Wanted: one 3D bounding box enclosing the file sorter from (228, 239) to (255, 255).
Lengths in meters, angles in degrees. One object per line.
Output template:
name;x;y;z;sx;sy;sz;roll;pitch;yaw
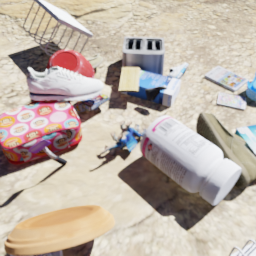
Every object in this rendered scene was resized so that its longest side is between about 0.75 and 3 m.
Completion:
file sorter;3.499;3.182;6.698;1.852;1.153;1.285;-18;47;-18

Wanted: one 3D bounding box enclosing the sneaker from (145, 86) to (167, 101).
sneaker;1.139;-1.366;11.184;0.923;0.490;0.345;-8;-5;33

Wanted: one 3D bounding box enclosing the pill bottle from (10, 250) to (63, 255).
pill bottle;-2.263;3.232;6.996;1.174;0.652;0.652;-10;45;-10

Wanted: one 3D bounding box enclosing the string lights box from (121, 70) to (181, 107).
string lights box;0.967;-1.788;12.122;2.332;0.688;1.198;19;47;18

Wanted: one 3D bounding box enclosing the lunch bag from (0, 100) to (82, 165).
lunch bag;-3.225;-0.114;10.077;2.771;1.135;2.441;-18;47;-17

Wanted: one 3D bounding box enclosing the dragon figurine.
dragon figurine;-0.093;0.450;9.716;0.620;1.047;2.107;4;46;39

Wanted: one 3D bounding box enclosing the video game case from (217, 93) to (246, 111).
video game case;4.385;-1.133;11.878;1.130;0.102;0.809;14;46;14

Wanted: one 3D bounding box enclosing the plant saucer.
plant saucer;-1.617;2.339;6.742;2.574;2.574;0.482;-9;84;-9

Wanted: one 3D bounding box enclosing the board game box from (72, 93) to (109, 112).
board game box;-1.571;-0.990;11.372;1.222;0.377;1.223;-36;39;-26

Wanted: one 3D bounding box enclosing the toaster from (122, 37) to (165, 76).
toaster;0.691;-3.355;13.285;2.016;1.323;2.230;2;44;3

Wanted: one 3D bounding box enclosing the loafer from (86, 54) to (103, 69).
loafer;-2.348;-2.950;12.957;2.630;0.898;0.995;-30;22;-26

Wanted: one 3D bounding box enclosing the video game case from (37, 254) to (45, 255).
video game case;-2.830;3.581;5.761;2.626;1.881;0.237;-24;60;-23

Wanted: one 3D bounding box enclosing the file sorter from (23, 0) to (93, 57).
file sorter;-3.630;-4.825;14.020;2.048;1.837;2.951;9;30;-50

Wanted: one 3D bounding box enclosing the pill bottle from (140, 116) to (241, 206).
pill bottle;1.852;0.962;8.631;1.596;1.596;2.816;-32;53;-29

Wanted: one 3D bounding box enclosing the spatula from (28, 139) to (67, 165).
spatula;-2.359;0.827;8.592;0.589;2.085;0.214;-34;62;-2

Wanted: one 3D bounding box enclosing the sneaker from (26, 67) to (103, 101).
sneaker;-2.315;-1.676;10.393;2.806;1.129;1.072;-4;24;-11

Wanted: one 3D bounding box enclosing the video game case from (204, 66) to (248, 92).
video game case;4.561;-2.301;13.047;1.173;0.148;1.639;-34;53;-30

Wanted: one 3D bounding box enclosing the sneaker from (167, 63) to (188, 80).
sneaker;2.268;-2.642;12.886;0.684;0.592;1.578;29;44;12

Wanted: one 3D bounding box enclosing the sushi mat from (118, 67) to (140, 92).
sushi mat;0.069;-2.064;11.877;0.804;0.102;1.680;2;46;5

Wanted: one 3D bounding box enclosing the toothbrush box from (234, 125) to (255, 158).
toothbrush box;4.558;0.730;9.508;1.267;0.738;1.731;-10;47;-10

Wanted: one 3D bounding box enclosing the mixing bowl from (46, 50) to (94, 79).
mixing bowl;-2.561;-2.461;11.850;2.167;1.173;2.167;0;74;-2

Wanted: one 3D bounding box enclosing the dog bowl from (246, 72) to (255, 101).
dog bowl;5.964;-1.859;12.318;1.196;0.532;2.145;29;52;26

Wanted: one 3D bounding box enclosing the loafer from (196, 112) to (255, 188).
loafer;3.295;0.630;9.426;1.007;1.135;2.985;-13;55;-17
